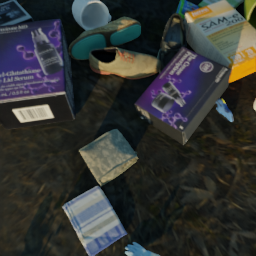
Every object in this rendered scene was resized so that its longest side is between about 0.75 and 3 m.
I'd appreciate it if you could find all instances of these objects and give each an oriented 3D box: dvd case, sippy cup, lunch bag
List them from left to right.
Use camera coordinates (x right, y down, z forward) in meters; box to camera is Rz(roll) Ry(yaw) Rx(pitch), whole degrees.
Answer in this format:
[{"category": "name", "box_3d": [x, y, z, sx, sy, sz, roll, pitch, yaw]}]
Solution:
[{"category": "dvd case", "box_3d": [-4.420, -3.676, 9.568, 1.855, 0.305, 2.468, -28, 46, -15]}, {"category": "lunch bag", "box_3d": [-0.487, 0.741, 7.426, 1.250, 0.735, 1.025, -32, 66, -11]}, {"category": "sippy cup", "box_3d": [2.142, -4.225, 10.132, 0.677, 0.725, 0.924, 14, 85, -4]}]

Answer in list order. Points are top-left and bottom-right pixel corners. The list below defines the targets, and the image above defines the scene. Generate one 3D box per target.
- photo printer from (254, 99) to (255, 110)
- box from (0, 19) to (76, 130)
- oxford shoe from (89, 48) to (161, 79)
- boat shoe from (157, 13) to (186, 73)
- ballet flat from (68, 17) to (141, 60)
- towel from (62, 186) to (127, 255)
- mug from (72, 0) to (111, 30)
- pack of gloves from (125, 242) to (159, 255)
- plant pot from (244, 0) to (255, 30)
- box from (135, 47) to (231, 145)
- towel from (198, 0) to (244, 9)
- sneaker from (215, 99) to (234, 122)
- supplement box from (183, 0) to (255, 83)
[{"category": "photo printer", "box_3d": [4.610, -1.054, 7.783, 2.019, 1.680, 0.701, -43, 100, -8]}, {"category": "box", "box_3d": [-2.781, -1.603, 8.245, 2.089, 1.473, 2.824, -10, 63, -4]}, {"category": "oxford shoe", "box_3d": [-0.095, -2.050, 8.734, 2.312, 0.865, 0.814, 0, 79, 0]}, {"category": "boat shoe", "box_3d": [1.468, -2.658, 9.053, 0.861, 0.764, 2.304, 12, 74, 4]}, {"category": "ballet flat", "box_3d": [-0.845, -3.037, 9.378, 2.652, 0.935, 0.866, -23, 52, -19]}, {"category": "towel", "box_3d": [-0.840, 2.265, 6.937, 1.061, 0.172, 1.445, -29, 67, -17]}, {"category": "mug", "box_3d": [-1.252, -4.046, 9.869, 1.420, 1.049, 1.245, -2, 36, -35]}, {"category": "pack of gloves", "box_3d": [0.265, 3.145, 6.332, 1.052, 0.208, 0.884, 19, 61, 23]}, {"category": "plant pot", "box_3d": [4.849, -4.331, 9.639, 1.992, 1.992, 2.129, 1, 48, 1]}, {"category": "box", "box_3d": [1.556, -0.948, 7.938, 1.630, 0.911, 2.309, 34, 76, 22]}, {"category": "towel", "box_3d": [3.543, -4.751, 10.671, 1.151, 0.237, 1.542, 40, 71, 21]}, {"category": "sneaker", "box_3d": [2.849, -0.492, 8.367, 0.325, 0.273, 0.829, -25, 65, 4]}, {"category": "supplement box", "box_3d": [3.156, -2.865, 9.198, 1.638, 0.956, 2.599, -25, 64, -13]}]
